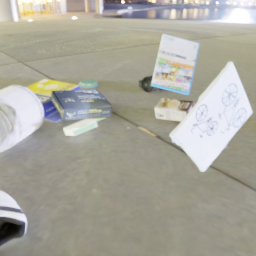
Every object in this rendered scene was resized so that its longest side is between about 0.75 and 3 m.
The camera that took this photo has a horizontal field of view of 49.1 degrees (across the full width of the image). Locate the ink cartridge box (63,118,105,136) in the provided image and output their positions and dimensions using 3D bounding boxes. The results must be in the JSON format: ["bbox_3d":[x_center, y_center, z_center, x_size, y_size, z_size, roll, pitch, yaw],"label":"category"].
[{"bbox_3d":[-1.389,-0.035,9.039,0.940,0.310,1.291,-25,16,-36],"label":"ink cartridge box"}]

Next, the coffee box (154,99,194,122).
[{"bbox_3d":[1.650,-0.639,9.966,1.221,0.487,0.698,8,41,30],"label":"coffee box"}]

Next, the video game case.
[{"bbox_3d":[1.454,-1.949,8.592,1.186,1.657,0.148,14,-6,-5],"label":"video game case"}]

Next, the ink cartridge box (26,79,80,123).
[{"bbox_3d":[-3.322,-1.250,11.815,2.782,0.654,2.749,11,29,23],"label":"ink cartridge box"}]

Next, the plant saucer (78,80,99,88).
[{"bbox_3d":[-2.025,-2.284,14.338,1.068,0.192,1.068,0,26,0],"label":"plant saucer"}]

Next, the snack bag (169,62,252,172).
[{"bbox_3d":[1.867,-0.115,6.062,1.982,1.869,0.212,-51,45,-4],"label":"snack bag"}]

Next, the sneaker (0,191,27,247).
[{"bbox_3d":[-3.096,2.036,4.741,1.234,1.065,2.816,21,34,35],"label":"sneaker"}]

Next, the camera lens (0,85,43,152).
[{"bbox_3d":[-3.809,-0.303,8.715,1.654,1.654,2.067,9,28,18],"label":"camera lens"}]

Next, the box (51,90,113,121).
[{"bbox_3d":[-1.793,-0.930,10.756,1.956,0.499,1.543,-7,36,-30],"label":"box"}]

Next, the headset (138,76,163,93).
[{"bbox_3d":[1.367,-2.289,13.356,1.416,1.077,2.293,-11,18,-20],"label":"headset"}]
